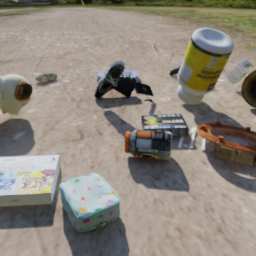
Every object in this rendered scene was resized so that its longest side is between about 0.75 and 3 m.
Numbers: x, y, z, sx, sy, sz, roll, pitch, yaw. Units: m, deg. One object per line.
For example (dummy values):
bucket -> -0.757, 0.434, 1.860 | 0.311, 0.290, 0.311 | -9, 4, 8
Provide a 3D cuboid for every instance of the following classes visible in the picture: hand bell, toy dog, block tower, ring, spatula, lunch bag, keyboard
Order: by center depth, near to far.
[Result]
lunch bag -> -0.752, 1.457, 5.632 | 1.014, 0.487, 1.264 | -13, 31, -28
block tower -> 2.844, 0.661, 7.247 | 1.305, 0.352, 0.377 | 14, 30, 25
ring -> 2.947, 0.188, 7.688 | 2.119, 0.203, 2.119 | 6, 18, -2
spatula -> 1.928, 0.274, 8.221 | 0.905, 0.105, 1.302 | 7, 29, 15
toy dog -> -4.402, -1.317, 8.918 | 2.555, 2.477, 1.782 | 20, -13, -34
keyboard -> 0.613, -1.270, 10.290 | 0.129, 0.794, 1.249 | -27, -13, 29
hand bell -> 5.362, -1.685, 11.068 | 1.461, 1.461, 2.807 | 13, 19, 23

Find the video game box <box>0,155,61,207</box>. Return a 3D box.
video game box -> -2.395, 1.157, 6.322 | 1.559, 0.365, 1.420 | -2, 26, -3

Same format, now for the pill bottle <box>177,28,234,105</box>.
pill bottle -> 2.553, -2.057, 9.827 | 1.398, 2.495, 1.398 | 6, 47, -7

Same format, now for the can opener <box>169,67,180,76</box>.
can opener -> 2.704, -2.829, 13.451 | 1.536, 0.487, 0.604 | -15, 73, -11

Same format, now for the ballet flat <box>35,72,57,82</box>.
ballet flat -> -3.687, -2.295, 12.757 | 1.045, 0.395, 0.334 | -26, 61, -33

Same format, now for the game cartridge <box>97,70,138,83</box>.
game cartridge -> -0.457, -2.367, 12.889 | 1.859, 0.386, 1.238 | 1, 24, 1

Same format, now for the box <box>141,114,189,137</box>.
box -> 1.091, -0.079, 8.606 | 1.322, 0.325, 1.066 | -2, 27, -1

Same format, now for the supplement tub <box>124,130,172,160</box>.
supplement tub -> 0.523, 0.427, 7.275 | 1.181, 0.724, 0.724 | 5, 29, 8

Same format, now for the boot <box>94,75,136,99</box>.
boot -> -0.469, -1.552, 11.064 | 1.244, 0.562, 1.518 | 28, 63, 6

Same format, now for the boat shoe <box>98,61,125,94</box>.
boat shoe -> -0.614, -1.748, 9.915 | 0.556, 1.507, 0.515 | 24, 49, -33

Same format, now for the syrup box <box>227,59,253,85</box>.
syrup box -> 4.560, -2.281, 11.462 | 0.441, 1.119, 0.456 | -27, 77, -16
